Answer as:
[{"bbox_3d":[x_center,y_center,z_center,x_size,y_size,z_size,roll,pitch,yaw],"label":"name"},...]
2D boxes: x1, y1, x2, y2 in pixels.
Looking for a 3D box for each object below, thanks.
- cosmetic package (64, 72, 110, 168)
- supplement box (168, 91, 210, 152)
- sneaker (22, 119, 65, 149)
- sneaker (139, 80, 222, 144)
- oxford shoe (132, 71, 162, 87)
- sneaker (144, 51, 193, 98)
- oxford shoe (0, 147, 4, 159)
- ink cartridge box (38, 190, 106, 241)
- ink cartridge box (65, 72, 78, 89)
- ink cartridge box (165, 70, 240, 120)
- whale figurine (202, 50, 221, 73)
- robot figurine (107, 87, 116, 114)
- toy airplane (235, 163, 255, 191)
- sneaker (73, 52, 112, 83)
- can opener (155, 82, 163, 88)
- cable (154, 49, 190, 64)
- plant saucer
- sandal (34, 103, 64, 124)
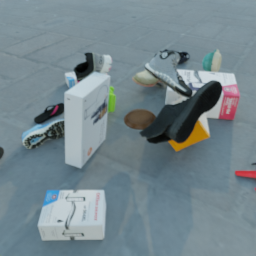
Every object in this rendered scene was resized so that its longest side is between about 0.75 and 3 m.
[{"bbox_3d":[-1.331,-0.278,9.238,0.670,2.593,1.955,17,34,16],"label":"cosmetic package"},{"bbox_3d":[2.132,-0.283,10.291,1.338,0.781,2.124,-28,29,27],"label":"supplement box"},{"bbox_3d":[-3.121,0.050,10.540,1.887,0.739,0.849,-23,39,-28],"label":"sneaker"},{"bbox_3d":[1.697,-0.524,9.182,2.817,0.846,1.469,-52,35,-2],"label":"sneaker"},{"bbox_3d":[1.221,-2.642,13.310,0.920,0.959,2.599,44,43,21],"label":"oxford shoe"},{"bbox_3d":[1.655,-2.049,9.844,2.109,0.791,1.218,40,94,25],"label":"sneaker"},{"bbox_3d":[-5.091,1.136,9.090,0.736,0.736,2.065,24,43,37],"label":"oxford shoe"},{"bbox_3d":[-1.434,2.308,7.501,1.610,0.679,1.175,-1,36,-2],"label":"ink cartridge box"},{"bbox_3d":[-2.343,-2.480,14.123,1.494,0.507,0.860,-14,39,-18],"label":"ink cartridge box"},{"bbox_3d":[3.123,-1.505,12.205,2.885,1.216,2.088,6,37,8],"label":"ink cartridge box"},{"bbox_3d":[4.245,-3.308,14.154,0.849,1.302,1.636,12,23,21],"label":"whale figurine"},{"bbox_3d":[-1.416,-1.233,11.720,1.846,1.217,2.104,-13,25,-39],"label":"robot figurine"},{"bbox_3d":[4.211,1.620,8.753,1.644,0.302,1.644,-1,36,1],"label":"toy airplane"},{"bbox_3d":[-1.592,-1.754,10.163,1.058,2.420,0.892,20,35,-28],"label":"sneaker"},{"bbox_3d":[1.325,-2.212,14.009,0.951,0.316,0.250,27,12,27],"label":"can opener"},{"bbox_3d":[2.397,-4.198,16.421,2.174,0.552,1.774,-22,42,-26],"label":"cable"},{"bbox_3d":[0.416,-0.340,9.854,1.154,1.154,0.211,0,54,0],"label":"plant saucer"},{"bbox_3d":[-3.280,-0.692,11.831,0.596,0.358,1.587,23,42,28],"label":"sandal"}]
